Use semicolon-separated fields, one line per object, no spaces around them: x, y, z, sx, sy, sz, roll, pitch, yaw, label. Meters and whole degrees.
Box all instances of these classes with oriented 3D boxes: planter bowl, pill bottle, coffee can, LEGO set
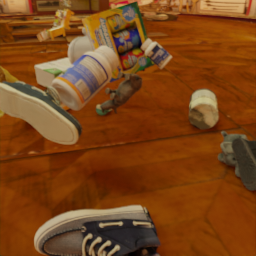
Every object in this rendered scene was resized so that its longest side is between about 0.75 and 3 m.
-3.598;-1.073;8.364;0.631;1.515;1.515;-5;25;-45;planter bowl
0.912;-2.456;9.220;0.988;0.548;0.548;41;35;-2;pill bottle
-1.209;-1.557;8.402;1.123;1.123;2.004;22;59;34;pill bottle
3.156;-0.826;11.775;1.170;1.170;1.598;6;30;11;coffee can
-3.182;-4.475;11.994;0.866;1.071;2.327;19;74;29;LEGO set

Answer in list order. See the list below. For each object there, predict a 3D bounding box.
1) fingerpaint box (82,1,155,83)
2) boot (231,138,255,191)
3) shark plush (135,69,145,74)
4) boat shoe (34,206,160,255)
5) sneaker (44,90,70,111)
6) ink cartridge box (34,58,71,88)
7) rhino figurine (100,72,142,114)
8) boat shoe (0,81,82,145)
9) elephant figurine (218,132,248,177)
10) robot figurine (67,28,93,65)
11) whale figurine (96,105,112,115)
-0.312;-3.072;10.144;1.947;2.334;0.856;-24;21;-15;fingerpaint box
4.365;1.119;8.809;2.025;0.665;1.669;6;63;-28;boot
-0.154;-2.870;12.624;1.814;0.755;0.824;27;40;11;shark plush
-0.597;2.467;6.024;2.710;1.012;1.257;-8;23;-16;boat shoe
-3.559;-1.131;12.306;1.138;1.201;2.923;13;33;22;sneaker
-3.634;-3.106;15.915;1.870;1.126;2.574;24;39;35;ink cartridge box
-0.223;-0.860;7.396;0.693;1.585;0.474;8;49;-42;rhino figurine
-2.074;-0.455;6.675;2.718;1.018;0.840;21;37;27;boat shoe
3.398;0.832;9.230;1.364;0.965;1.059;-41;16;-30;elephant figurine
-1.448;-3.097;11.806;2.600;2.205;1.468;7;16;27;robot figurine
-1.082;-0.784;12.602;0.680;0.443;0.854;15;8;28;whale figurine
